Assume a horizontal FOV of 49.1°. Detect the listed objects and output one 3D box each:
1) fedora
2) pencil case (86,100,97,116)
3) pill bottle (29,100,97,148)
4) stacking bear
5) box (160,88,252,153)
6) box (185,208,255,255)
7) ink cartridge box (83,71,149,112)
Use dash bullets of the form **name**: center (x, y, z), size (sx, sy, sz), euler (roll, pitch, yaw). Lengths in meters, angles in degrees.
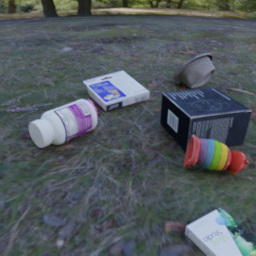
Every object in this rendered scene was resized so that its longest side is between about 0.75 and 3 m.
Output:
- **fedora**: center (4.032, -3.132, 16.341), size (2.580, 2.282, 1.165), euler (-29, 70, -9)
- **pencil case**: center (-1.888, -0.925, 13.276), size (0.601, 0.582, 1.283), euler (-19, 29, -11)
- **pill bottle**: center (-2.537, -0.146, 11.012), size (1.375, 1.375, 2.450), euler (24, 37, 37)
- **stacking bear**: center (2.904, 0.975, 9.127), size (1.857, 1.056, 1.128), euler (14, -15, 2)
- **box**: center (2.947, -0.423, 11.246), size (2.529, 1.595, 2.573), euler (-8, 29, -15)
- **box**: center (2.418, 2.765, 6.715), size (1.251, 0.315, 1.733), euler (-17, 34, -28)
- **ink cartridge box**: center (-0.675, -1.991, 14.724), size (2.578, 0.613, 2.609), euler (-20, 41, -25)
